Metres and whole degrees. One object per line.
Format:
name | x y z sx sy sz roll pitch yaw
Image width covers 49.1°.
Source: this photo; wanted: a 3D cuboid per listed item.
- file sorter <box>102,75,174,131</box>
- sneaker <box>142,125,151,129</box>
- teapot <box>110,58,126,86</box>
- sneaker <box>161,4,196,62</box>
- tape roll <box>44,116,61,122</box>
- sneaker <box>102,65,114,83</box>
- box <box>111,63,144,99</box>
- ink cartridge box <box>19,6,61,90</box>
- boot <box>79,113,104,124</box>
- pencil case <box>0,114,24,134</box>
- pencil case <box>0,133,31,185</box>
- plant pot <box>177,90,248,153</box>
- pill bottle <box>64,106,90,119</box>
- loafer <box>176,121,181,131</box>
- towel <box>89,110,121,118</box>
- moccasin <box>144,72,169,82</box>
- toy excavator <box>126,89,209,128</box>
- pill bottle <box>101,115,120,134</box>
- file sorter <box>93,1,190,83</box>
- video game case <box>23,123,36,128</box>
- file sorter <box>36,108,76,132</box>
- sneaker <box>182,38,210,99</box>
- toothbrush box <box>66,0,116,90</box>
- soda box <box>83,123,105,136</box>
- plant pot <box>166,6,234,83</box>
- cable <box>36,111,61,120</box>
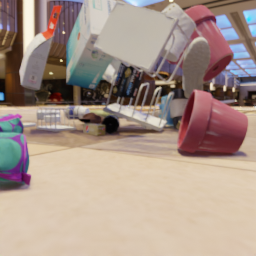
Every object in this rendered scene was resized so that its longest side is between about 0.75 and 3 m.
file sorter | 0.449 -0.945 10.017 2.123 1.322 1.473 20 15 11
sneaker | 0.851 -0.125 10.933 0.422 0.436 1.193 17 14 9
teapot | -0.016 -2.829 10.934 2.175 1.609 2.203 -4 -35 22
sneaker | 0.724 -2.905 7.757 2.269 1.311 0.836 33 -2 13
tape roll | -3.892 -0.461 14.403 0.847 0.296 0.847 0 5 0
sneaker | -1.086 -3.170 13.182 1.120 2.781 1.063 -39 -35 13
box | 0.002 -1.442 8.611 0.825 1.037 0.239 0 28 -42
ink cartridge box | -3.027 -2.834 9.422 0.764 2.679 2.178 9 18 -25
boot | -1.900 -0.447 13.136 1.424 0.515 1.184 8 8 34
pencil case | -3.193 0.047 6.585 0.750 0.814 1.762 29 7 4
pencil case | -2.108 0.426 3.471 1.671 0.711 0.772 -1 37 -24
plant pot | 1.787 -0.026 5.951 1.188 1.328 1.328 16 7 2
pill bottle | -2.924 -0.861 16.125 1.300 0.752 0.752 3 6 18
loafer | 2.512 -0.138 9.227 2.022 0.682 0.769 5 8 41
towel | -1.241 -0.825 17.260 1.878 0.462 2.531 3 5 17
moccasin | 1.116 -2.007 11.025 0.960 0.351 0.371 2 18 -1
toy excavator | 1.640 -0.614 11.897 2.859 1.469 2.941 0 -7 -21
pill bottle | -0.595 -0.148 9.711 0.609 0.609 1.088 0 6 0
file sorter | 0.331 -1.911 6.383 1.705 1.183 1.062 31 6 32
video game case | -4.613 -0.107 11.739 0.992 0.125 1.090 2 6 20
file sorter | -2.756 -0.340 10.641 1.314 0.818 0.912 6 9 42
sneaker | 1.979 -1.880 8.561 0.781 2.045 0.823 2 48 1
toothbrush box | -1.212 -2.772 9.292 1.074 1.844 2.519 8 -29 -27
soda box | -1.120 0.046 9.161 0.315 0.334 0.985 -4 6 -34
plant pot | 2.470 -2.701 9.649 2.153 1.927 2.153 -32 -20 -13
cable | -4.637 -0.756 16.335 1.416 0.490 1.416 1 6 10
